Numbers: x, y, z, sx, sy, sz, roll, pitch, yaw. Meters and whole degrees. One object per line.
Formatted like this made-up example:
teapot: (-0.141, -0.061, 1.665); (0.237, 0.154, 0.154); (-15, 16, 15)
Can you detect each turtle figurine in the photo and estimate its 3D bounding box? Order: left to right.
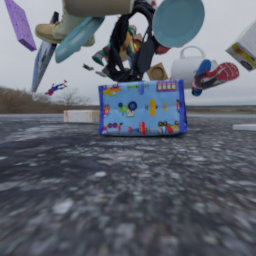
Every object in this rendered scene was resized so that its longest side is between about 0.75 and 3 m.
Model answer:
turtle figurine: (-0.203, -3.237, 10.841); (1.940, 2.592, 1.305); (45, -9, -35)

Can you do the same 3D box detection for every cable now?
cable: (0.129, -2.715, 8.953); (0.667, 2.627, 2.143); (3, 12, -37)

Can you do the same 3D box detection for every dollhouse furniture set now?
dollhouse furniture set: (0.669, -3.154, 13.936); (2.823, 2.969, 2.419); (-27, 11, -7)

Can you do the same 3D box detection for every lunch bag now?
lunch bag: (0.600, -0.368, 8.225); (2.172, 1.357, 2.885); (-2, -6, 14)

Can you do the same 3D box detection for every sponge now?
sponge: (-2.959, -2.845, 7.721); (0.207, 1.387, 0.773); (-22, -12, 8)

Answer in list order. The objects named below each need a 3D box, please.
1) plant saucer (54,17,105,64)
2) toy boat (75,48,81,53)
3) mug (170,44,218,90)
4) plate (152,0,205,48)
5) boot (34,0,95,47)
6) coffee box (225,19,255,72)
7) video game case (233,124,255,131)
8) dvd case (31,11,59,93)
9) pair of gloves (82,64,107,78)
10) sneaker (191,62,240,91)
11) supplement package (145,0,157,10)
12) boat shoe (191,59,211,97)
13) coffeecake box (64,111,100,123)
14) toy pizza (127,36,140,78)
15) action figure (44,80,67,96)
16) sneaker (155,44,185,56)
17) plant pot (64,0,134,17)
plant saucer: (-1.555, -2.798, 8.573); (0.286, 2.087, 2.087); (46, -22, -28)
toy boat: (-2.414, -3.615, 12.597); (0.636, 0.351, 0.756); (-14, 31, 6)
mug: (2.882, -2.651, 12.131); (1.716, 1.957, 1.445); (1, 32, 42)
plate: (1.414, -3.059, 7.955); (1.592, 1.592, 0.203); (-1, 39, -17)
boot: (-2.257, -3.757, 9.760); (2.230, 0.804, 1.724); (8, -31, -1)
coffee box: (4.136, -2.706, 9.150); (1.160, 1.162, 1.149); (41, -1, -1)
video game case: (4.906, -0.021, 9.705); (2.040, 0.178, 1.459); (-3, 4, -29)
dvd case: (-3.617, -3.235, 12.152); (0.263, 2.136, 2.994); (14, -39, -28)
pair of gloves: (-1.152, -1.976, 9.721); (0.911, 0.160, 0.774); (25, 5, -4)
sneaker: (2.836, -1.665, 9.147); (1.645, 0.663, 0.614); (-16, -9, -7)
supplement package: (0.739, -4.378, 9.835); (0.460, 0.759, 0.455); (-17, 24, 0)
boat shoe: (2.414, -1.737, 9.614); (0.551, 1.309, 0.449); (22, 4, -18)
coffeecake box: (-2.446, -0.637, 15.639); (1.786, 0.652, 1.371); (2, 4, 23)
toy pizza: (0.269, -3.154, 12.910); (0.472, 2.981, 2.981); (-13, 4, 1)
action figure: (-3.293, -1.757, 12.565); (1.304, 0.427, 0.337); (-23, -26, 29)
sneaker: (1.934, -4.001, 12.691); (2.250, 0.795, 1.099); (-27, -13, -29)
plant pot: (-0.672, -3.708, 7.614); (1.677, 1.570, 1.570); (13, 4, 1)
